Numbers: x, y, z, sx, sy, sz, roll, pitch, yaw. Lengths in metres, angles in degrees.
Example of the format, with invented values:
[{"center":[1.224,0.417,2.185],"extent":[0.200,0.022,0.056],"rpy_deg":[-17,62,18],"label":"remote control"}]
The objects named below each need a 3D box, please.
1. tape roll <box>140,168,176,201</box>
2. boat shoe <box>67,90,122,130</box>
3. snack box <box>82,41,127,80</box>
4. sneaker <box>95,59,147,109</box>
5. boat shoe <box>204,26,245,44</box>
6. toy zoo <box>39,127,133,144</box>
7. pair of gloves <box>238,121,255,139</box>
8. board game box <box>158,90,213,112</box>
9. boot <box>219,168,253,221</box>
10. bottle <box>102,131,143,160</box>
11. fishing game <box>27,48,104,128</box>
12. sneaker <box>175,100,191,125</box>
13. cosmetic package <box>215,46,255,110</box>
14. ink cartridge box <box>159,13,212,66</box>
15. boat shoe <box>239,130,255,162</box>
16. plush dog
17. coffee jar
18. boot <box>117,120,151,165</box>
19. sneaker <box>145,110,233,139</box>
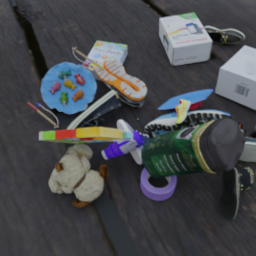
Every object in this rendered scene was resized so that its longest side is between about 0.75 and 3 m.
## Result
[{"center":[0.902,1.605,8.419],"extent":[1.058,0.449,1.058],"rpy_deg":[0,51,0],"label":"tape roll"},{"center":[-1.187,-0.364,9.700],"extent":[2.365,0.882,0.736],"rpy_deg":[-40,99,-16],"label":"boat shoe"},{"center":[-0.991,-2.894,12.059],"extent":[1.445,0.538,2.032],"rpy_deg":[13,52,10],"label":"snack box"},{"center":[-0.353,-1.672,10.672],"extent":[1.043,1.029,2.665],"rpy_deg":[-35,61,-16],"label":"sneaker"},{"center":[4.366,-4.227,13.100],"extent":[1.985,0.708,0.598],"rpy_deg":[18,56,23],"label":"boat shoe"},{"center":[-0.996,0.232,7.809],"extent":[2.480,1.627,0.254],"rpy_deg":[-5,82,30],"label":"toy zoo"},{"center":[3.935,0.237,9.212],"extent":[0.946,0.843,0.117],"rpy_deg":[14,27,34],"label":"pair of gloves"},{"center":[2.078,-0.825,9.794],"extent":[1.681,0.414,2.128],"rpy_deg":[-10,15,31],"label":"board game box"},{"center":[3.158,1.833,8.018],"extent":[1.121,1.484,0.536],"rpy_deg":[3,0,-40],"label":"boot"},{"center":[-0.190,0.581,8.693],"extent":[1.299,0.543,0.424],"rpy_deg":[-27,49,9],"label":"bottle"},{"center":[-2.162,-1.453,10.081],"extent":[2.030,0.441,2.836],"rpy_deg":[39,80,5],"label":"fishing game"},{"center":[1.519,-0.469,8.179],"extent":[0.382,0.330,0.845],"rpy_deg":[25,65,-4],"label":"sneaker"},{"center":[4.806,-1.897,10.680],"extent":[2.040,1.258,2.047],"rpy_deg":[31,56,29],"label":"cosmetic package"},{"center":[2.506,-4.017,12.610],"extent":[1.733,1.043,2.385],"rpy_deg":[-10,53,-3],"label":"ink cartridge box"},{"center":[3.306,0.533,8.864],"extent":[2.574,0.964,0.796],"rpy_deg":[-3,45,23],"label":"boat shoe"},{"center":[-1.351,1.422,7.931],"extent":[1.457,1.361,1.696],"rpy_deg":[36,83,-1],"label":"plush dog"},{"center":[1.635,0.587,7.343],"extent":[1.354,2.596,1.107],"rpy_deg":[-37,102,-38],"label":"coffee jar"},{"center":[0.308,0.383,9.330],"extent":[0.774,0.623,1.713],"rpy_deg":[-19,65,-26],"label":"boot"},{"center":[1.934,-0.230,9.056],"extent":[2.816,1.104,1.266],"rpy_deg":[-4,29,33],"label":"sneaker"}]
